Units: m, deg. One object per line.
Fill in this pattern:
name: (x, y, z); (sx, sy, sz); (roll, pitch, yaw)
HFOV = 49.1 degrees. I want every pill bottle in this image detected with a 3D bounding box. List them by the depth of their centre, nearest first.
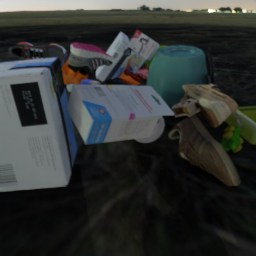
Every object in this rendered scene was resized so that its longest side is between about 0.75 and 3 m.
pill bottle: (0.387, -0.444, 9.965); (1.202, 1.202, 2.142); (-6, 26, -12)
pill bottle: (-2.108, -1.866, 13.253); (1.605, 0.899, 0.899); (16, 30, 30)

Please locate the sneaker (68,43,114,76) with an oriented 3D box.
sneaker: (-0.954, -1.649, 6.998); (0.588, 0.697, 1.594); (36, 22, 18)

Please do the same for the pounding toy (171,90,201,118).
pounding toy: (1.735, -0.759, 8.906); (0.707, 0.710, 1.237); (-26, 11, 0)

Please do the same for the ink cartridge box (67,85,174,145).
ink cartridge box: (-0.170, -0.408, 7.163); (2.370, 0.804, 1.365); (-5, 45, -33)

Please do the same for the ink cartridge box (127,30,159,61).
ink cartridge box: (0.646, -3.435, 11.700); (1.071, 0.778, 0.447); (37, 15, 11)

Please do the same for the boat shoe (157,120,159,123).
boat shoe: (0.167, -0.178, 8.192); (1.660, 0.580, 0.550); (-6, 34, -27)

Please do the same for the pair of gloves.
pair of gloves: (-0.892, -1.481, 8.418); (2.353, 2.097, 0.291); (23, 66, -13)

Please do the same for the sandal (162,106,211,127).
sandal: (2.182, -0.547, 10.314); (2.388, 0.511, 0.908); (2, 39, -20)

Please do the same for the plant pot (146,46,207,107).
plant pot: (2.124, -2.144, 11.912); (2.886, 2.316, 2.886); (-2, 31, 1)

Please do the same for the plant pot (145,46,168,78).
plant pot: (2.022, -3.190, 14.499); (1.817, 1.649, 1.808); (23, 34, 37)

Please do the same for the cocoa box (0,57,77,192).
cocoa box: (-2.580, -0.146, 7.227); (1.952, 2.927, 1.921); (-6, 25, 0)

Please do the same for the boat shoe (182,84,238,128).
boat shoe: (2.646, -0.917, 9.351); (0.960, 1.061, 2.976); (-32, 25, 6)

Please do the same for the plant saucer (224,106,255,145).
plant saucer: (5.011, -0.257, 10.303); (2.335, 0.559, 2.332); (-5, 26, -9)

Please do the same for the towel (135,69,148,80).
towel: (1.730, -3.045, 16.376); (2.005, 0.312, 2.773); (-16, 31, -31)

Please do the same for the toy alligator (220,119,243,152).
toy alligator: (3.382, 0.284, 9.244); (0.572, 0.625, 2.109); (-33, 6, 34)

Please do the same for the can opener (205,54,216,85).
can opener: (3.144, -2.193, 10.682); (0.386, 1.217, 0.479); (3, 22, 26)

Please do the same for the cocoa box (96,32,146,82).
cocoa box: (-0.368, -3.150, 13.594); (1.467, 2.235, 1.491); (30, 25, -23)

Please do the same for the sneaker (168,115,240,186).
sneaker: (2.084, 0.756, 8.046); (1.099, 1.025, 2.910); (-31, 33, 7)

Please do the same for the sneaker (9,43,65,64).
sneaker: (-3.354, -2.649, 10.273); (2.211, 0.852, 0.906); (7, 20, 15)
